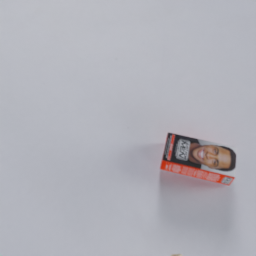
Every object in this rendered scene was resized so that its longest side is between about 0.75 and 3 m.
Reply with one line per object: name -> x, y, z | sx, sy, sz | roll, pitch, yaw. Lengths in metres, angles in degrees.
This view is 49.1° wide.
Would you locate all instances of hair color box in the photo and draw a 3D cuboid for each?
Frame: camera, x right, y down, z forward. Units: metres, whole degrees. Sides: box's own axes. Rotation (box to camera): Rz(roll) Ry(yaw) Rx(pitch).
hair color box -> 2.059, 0.903, 8.271 | 2.062, 0.631, 1.047 | 12, 56, 7

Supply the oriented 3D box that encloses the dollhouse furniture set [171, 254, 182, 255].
dollhouse furniture set -> 0.391, 3.653, 6.294 | 1.711, 1.355, 1.214 | -13, 74, 20
